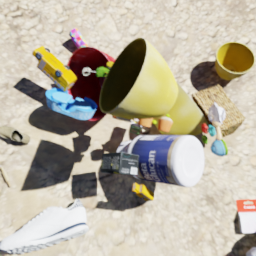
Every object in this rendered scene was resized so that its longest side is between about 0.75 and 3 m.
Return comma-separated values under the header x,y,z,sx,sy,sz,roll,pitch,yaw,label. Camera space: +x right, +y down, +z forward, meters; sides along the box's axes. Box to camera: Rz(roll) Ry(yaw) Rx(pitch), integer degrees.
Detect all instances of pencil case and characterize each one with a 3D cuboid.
x,y,z,sx,sy,sz,roll,pitch,yaw,label
-1.980,-3.483,11.380,0.481,0.481,1.089,-32,93,-9,pencil case

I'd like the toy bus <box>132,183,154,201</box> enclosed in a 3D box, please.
x,y,z,sx,sy,sz,roll,pitch,yaw,label
0.457,1.992,8.659,0.329,0.839,0.273,-16,47,32,toy bus

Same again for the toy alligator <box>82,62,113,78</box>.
x,y,z,sx,sy,sz,roll,pitch,yaw,label
-0.554,-1.655,8.429,1.638,0.543,0.394,-13,50,-20,toy alligator

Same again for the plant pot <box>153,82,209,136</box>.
x,y,z,sx,sy,sz,roll,pitch,yaw,label
1.681,-0.380,9.953,1.473,2.075,2.075,-37,76,8,plant pot

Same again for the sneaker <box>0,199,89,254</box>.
x,y,z,sx,sy,sz,roll,pitch,yaw,label
-2.787,3.324,9.308,2.864,1.094,1.153,-15,64,-10,sneaker

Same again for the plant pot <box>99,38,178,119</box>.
x,y,z,sx,sy,sz,roll,pitch,yaw,label
0.363,-0.938,6.606,1.330,1.873,1.873,25,72,-27,plant pot

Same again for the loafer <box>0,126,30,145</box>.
x,y,z,sx,sy,sz,roll,pitch,yaw,label
-4.297,0.217,10.420,1.344,0.453,0.511,17,74,5,loafer

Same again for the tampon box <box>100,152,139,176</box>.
x,y,z,sx,sy,sz,roll,pitch,yaw,label
-0.267,1.106,8.568,0.728,0.972,0.613,14,76,-38,tampon box

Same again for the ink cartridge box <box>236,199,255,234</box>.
x,y,z,sx,sy,sz,roll,pitch,yaw,label
4.274,3.049,9.690,0.901,0.316,1.109,-2,78,0,ink cartridge box

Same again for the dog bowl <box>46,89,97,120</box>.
x,y,z,sx,sy,sz,roll,pitch,yaw,label
-2.035,-0.818,9.935,1.834,0.455,1.022,19,30,0,dog bowl

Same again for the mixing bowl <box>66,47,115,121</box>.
x,y,z,sx,sy,sz,roll,pitch,yaw,label
-0.978,-1.601,10.206,1.397,2.579,2.579,-14,68,-50,mixing bowl

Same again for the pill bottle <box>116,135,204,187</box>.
x,y,z,sx,sy,sz,roll,pitch,yaw,label
0.897,0.995,9.027,1.512,2.722,1.512,1,88,-43,pill bottle

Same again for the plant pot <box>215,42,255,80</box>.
x,y,z,sx,sy,sz,roll,pitch,yaw,label
4.001,-2.439,10.874,1.444,1.025,1.444,0,68,0,plant pot

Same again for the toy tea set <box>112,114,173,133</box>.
x,y,z,sx,sy,sz,roll,pitch,yaw,label
0.434,-0.449,8.738,2.056,1.223,0.761,14,91,-29,toy tea set

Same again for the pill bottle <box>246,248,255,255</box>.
x,y,z,sx,sy,sz,roll,pitch,yaw,label
5.128,3.746,8.853,2.520,1.458,1.458,-32,76,-9,pill bottle

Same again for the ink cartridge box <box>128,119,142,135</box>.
x,y,z,sx,sy,sz,roll,pitch,yaw,label
0.310,-0.179,9.757,0.396,0.226,0.764,18,73,3,ink cartridge box

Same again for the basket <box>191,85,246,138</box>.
x,y,z,sx,sy,sz,roll,pitch,yaw,label
2.838,-0.424,9.501,1.225,1.174,1.644,-20,64,-22,basket

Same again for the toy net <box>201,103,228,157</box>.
x,y,z,sx,sy,sz,roll,pitch,yaw,label
2.630,-0.037,8.435,0.394,2.042,1.071,-16,42,-6,toy net

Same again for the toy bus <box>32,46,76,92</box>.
x,y,z,sx,sy,sz,roll,pitch,yaw,label
-2.667,-2.121,10.011,1.681,0.658,0.547,42,43,-4,toy bus

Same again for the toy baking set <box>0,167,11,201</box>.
x,y,z,sx,sy,sz,roll,pitch,yaw,label
-4.708,2.052,10.055,0.992,0.150,1.292,-35,76,-7,toy baking set
